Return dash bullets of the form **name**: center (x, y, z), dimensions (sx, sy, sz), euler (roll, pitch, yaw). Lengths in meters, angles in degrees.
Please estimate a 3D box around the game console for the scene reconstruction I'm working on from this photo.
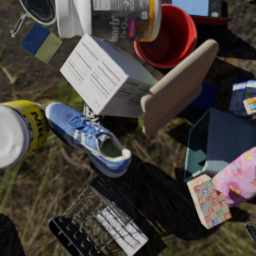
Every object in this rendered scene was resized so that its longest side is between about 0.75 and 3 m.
- **game console**: center (2.694, -5.190, 11.802), dimensions (2.884, 1.712, 2.486), euler (7, 74, 1)

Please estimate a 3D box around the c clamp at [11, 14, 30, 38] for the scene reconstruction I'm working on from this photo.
- **c clamp**: center (-3.606, -3.396, 9.291), dimensions (0.987, 0.134, 0.844), euler (-53, 43, 14)

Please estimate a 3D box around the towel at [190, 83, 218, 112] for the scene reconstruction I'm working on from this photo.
- **towel**: center (2.718, -1.394, 11.408), dimensions (1.612, 0.399, 1.190), euler (25, 68, 7)

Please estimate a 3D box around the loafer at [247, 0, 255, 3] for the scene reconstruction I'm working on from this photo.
- **loafer**: center (5.778, -6.040, 12.779), dimensions (0.857, 0.310, 0.312), euler (-40, 79, -10)

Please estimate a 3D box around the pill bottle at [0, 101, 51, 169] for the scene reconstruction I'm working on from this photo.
- **pill bottle**: center (-3.179, 0.039, 8.026), dimensions (1.593, 2.788, 1.593), euler (0, 100, 1)

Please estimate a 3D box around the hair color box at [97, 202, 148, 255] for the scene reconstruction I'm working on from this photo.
- **hair color box**: center (-0.200, 3.514, 9.855), dimensions (0.872, 0.534, 1.761), euler (-41, 77, -10)

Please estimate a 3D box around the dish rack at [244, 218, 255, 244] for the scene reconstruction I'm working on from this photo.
- **dish rack**: center (4.697, 3.570, 9.987), dimensions (0.962, 0.263, 0.738), euler (-28, 76, -8)

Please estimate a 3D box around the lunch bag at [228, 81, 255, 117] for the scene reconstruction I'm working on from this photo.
- **lunch bag**: center (3.821, -0.894, 8.744), dimensions (0.744, 1.168, 0.993), euler (17, 82, -27)

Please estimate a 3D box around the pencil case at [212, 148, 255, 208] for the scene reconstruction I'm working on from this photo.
- **pencil case**: center (3.241, 1.333, 7.554), dimensions (1.103, 2.523, 1.103), euler (8, 55, -12)

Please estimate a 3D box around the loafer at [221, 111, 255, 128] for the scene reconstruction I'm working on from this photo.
- **loafer**: center (4.134, -0.461, 10.824), dimensions (2.087, 0.727, 0.785), euler (-2, 48, -6)

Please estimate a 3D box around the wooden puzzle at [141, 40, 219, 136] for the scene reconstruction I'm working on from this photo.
- **wooden puzzle**: center (1.366, -1.044, 8.266), dimensions (2.603, 2.814, 0.524), euler (-41, 72, -8)

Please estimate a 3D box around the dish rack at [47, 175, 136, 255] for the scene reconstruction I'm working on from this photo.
- **dish rack**: center (-1.168, 3.082, 9.417), dimensions (2.116, 0.753, 2.759), euler (44, 105, 10)

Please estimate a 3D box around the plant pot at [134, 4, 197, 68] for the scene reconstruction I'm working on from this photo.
- **plant pot**: center (1.214, -3.380, 10.870), dimensions (2.267, 2.006, 2.267), euler (-2, 99, -10)

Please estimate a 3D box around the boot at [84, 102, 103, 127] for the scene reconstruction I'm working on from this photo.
- **boot**: center (-1.395, -0.424, 10.707), dimensions (0.896, 1.113, 2.464), euler (-1, 74, 0)

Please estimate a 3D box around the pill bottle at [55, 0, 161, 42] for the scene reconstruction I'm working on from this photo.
- **pill bottle**: center (-0.614, -3.466, 8.453), dimensions (2.954, 1.719, 1.719), euler (-4, 74, -9)

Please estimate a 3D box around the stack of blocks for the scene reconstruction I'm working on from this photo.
- **stack of blocks**: center (2.048, 1.824, 7.078), dimensions (0.696, 0.354, 1.209), euler (-23, 101, -8)

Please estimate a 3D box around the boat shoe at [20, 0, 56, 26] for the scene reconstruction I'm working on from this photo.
- **boat shoe**: center (-2.882, -4.001, 8.104), dimensions (0.814, 0.679, 2.183), euler (-32, 106, -2)

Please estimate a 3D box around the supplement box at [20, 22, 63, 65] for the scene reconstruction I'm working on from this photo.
- **supplement box**: center (-2.474, -2.419, 8.092), dimensions (0.557, 0.829, 0.829), euler (38, 94, 16)

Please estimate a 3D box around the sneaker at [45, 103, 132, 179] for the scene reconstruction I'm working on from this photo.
- **sneaker**: center (-1.065, 0.195, 8.061), dimensions (2.941, 1.133, 1.113), euler (38, 56, -3)

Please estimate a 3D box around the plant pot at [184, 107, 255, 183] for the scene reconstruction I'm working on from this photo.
- **plant pot**: center (3.427, 0.915, 9.777), dimensions (2.218, 2.172, 2.178), euler (14, 67, -3)

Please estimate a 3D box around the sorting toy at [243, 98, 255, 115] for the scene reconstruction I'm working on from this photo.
- **sorting toy**: center (3.381, -0.646, 7.164), dimensions (0.732, 0.791, 0.144), euler (-17, 115, 21)

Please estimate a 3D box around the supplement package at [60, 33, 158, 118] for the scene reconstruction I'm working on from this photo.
- **supplement package**: center (-0.362, -1.353, 7.950), dimensions (1.277, 2.303, 1.794), euler (-49, 68, 20)
